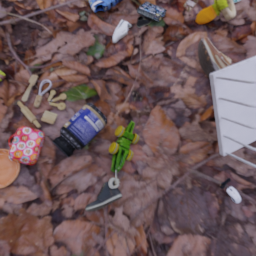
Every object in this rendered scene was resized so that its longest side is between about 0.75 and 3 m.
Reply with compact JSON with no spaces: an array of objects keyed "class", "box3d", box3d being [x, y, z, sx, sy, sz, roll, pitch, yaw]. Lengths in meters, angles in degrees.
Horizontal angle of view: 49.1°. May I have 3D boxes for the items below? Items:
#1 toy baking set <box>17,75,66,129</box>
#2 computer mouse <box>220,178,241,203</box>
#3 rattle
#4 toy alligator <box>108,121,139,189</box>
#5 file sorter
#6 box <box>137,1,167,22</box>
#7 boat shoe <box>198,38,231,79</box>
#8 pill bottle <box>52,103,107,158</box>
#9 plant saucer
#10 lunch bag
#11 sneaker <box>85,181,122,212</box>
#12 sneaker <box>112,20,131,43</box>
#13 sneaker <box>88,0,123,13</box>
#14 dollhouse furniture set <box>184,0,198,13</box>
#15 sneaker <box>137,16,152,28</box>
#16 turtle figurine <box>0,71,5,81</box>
[{"class":"toy baking set","box3d":[-3.746,-1.141,12.052,2.439,0.284,1.872,42,72,14]},{"class":"computer mouse","box3d":[3.970,2.428,10.686,0.521,0.208,0.949,-33,72,-13]},{"class":"rattle","box3d":[4.503,-5.966,13.854,1.505,1.652,2.312,34,49,-13]},{"class":"toy alligator","box3d":[-0.351,1.014,10.978,0.921,0.667,2.778,29,68,-23]},{"class":"file sorter","box3d":[4.165,-0.495,8.903,2.071,1.859,2.985,-22,114,-17]},{"class":"box","box3d":[1.159,-5.653,13.588,1.197,0.275,0.952,27,50,9]},{"class":"boat shoe","box3d":[3.963,-2.715,12.288,1.011,1.067,2.817,-20,79,-11]},{"class":"pill bottle","box3d":[-1.911,0.112,11.055,1.179,1.179,2.108,40,74,14]},{"class":"plant saucer","box3d":[-5.007,1.609,10.929,1.574,0.295,1.574,1,67,-3]},{"class":"lunch bag","box3d":[-4.058,0.673,11.007,1.260,0.586,1.431,16,60,-8]},{"class":"sneaker","box3d":[-1.019,2.560,10.520,1.425,0.533,0.757,-21,65,-17]},{"class":"sneaker","box3d":[-0.323,-4.514,13.229,0.533,0.505,1.323,26,72,0]},{"class":"sneaker","box3d":[-0.995,-6.153,13.769,1.837,0.679,0.756,-15,74,0]},{"class":"dollhouse furniture set","box3d":[3.118,-6.251,13.921,0.464,0.396,0.896,33,73,12]},{"class":"sneaker","box3d":[0.832,-5.235,13.473,0.941,0.500,0.352,-37,73,-13]},{"class":"turtle figurine","box3d":[-6.059,-1.795,12.057,2.071,0.667,1.670,20,61,20]}]
